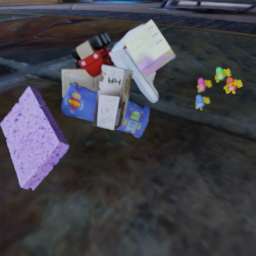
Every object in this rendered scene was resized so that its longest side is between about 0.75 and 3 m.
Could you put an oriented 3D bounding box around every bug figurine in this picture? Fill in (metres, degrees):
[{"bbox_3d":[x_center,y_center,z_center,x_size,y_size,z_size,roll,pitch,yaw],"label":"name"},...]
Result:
[{"bbox_3d":[3.186,-1.526,10.504,1.881,0.484,1.458,-30,43,31],"label":"bug figurine"}]

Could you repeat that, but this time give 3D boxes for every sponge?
[{"bbox_3d":[-2.737,0.182,7.908,0.422,1.578,2.829,31,14,-47],"label":"sponge"}]

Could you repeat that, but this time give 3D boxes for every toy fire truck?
[{"bbox_3d":[-0.979,-2.020,9.597,1.299,2.018,1.777,-25,16,18],"label":"toy fire truck"}]

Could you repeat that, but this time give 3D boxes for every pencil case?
[{"bbox_3d":[-0.772,-0.609,9.645,2.979,1.162,1.294,18,-5,-2],"label":"pencil case"}]

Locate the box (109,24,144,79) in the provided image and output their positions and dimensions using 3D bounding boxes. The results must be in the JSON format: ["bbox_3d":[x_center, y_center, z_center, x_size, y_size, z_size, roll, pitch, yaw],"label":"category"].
[{"bbox_3d":[0.335,-3.497,13.046,1.085,1.553,2.040,-8,39,48],"label":"box"}]

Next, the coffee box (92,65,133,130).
[{"bbox_3d":[-0.443,-0.909,8.348,0.704,1.764,0.997,13,12,13],"label":"coffee box"}]

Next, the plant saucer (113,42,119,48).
[{"bbox_3d":[-0.328,-3.510,13.417,1.146,1.146,0.288,-30,14,-40],"label":"plant saucer"}]

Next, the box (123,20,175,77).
[{"bbox_3d":[0.517,-1.925,6.825,0.856,0.470,0.973,-34,67,16],"label":"box"}]

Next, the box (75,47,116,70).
[{"bbox_3d":[-1.491,-3.482,15.175,2.218,1.166,2.708,1,31,2],"label":"box"}]

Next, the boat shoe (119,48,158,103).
[{"bbox_3d":[0.635,-2.245,11.330,0.912,0.926,2.612,-31,71,-3],"label":"boat shoe"}]

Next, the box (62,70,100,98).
[{"bbox_3d":[-1.428,-1.874,11.941,2.601,1.235,1.011,-2,7,-3],"label":"box"}]
